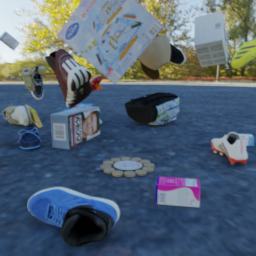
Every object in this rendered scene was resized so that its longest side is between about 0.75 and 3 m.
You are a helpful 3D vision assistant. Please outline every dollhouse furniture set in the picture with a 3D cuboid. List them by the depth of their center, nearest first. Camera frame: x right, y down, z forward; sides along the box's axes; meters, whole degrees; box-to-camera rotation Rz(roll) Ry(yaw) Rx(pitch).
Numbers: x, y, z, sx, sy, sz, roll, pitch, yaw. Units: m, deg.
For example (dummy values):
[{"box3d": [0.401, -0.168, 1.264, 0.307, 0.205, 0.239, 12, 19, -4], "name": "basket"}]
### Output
[{"box3d": [-3.452, -1.740, 10.567, 0.858, 0.971, 0.540, -7, 43, -6], "name": "dollhouse furniture set"}]

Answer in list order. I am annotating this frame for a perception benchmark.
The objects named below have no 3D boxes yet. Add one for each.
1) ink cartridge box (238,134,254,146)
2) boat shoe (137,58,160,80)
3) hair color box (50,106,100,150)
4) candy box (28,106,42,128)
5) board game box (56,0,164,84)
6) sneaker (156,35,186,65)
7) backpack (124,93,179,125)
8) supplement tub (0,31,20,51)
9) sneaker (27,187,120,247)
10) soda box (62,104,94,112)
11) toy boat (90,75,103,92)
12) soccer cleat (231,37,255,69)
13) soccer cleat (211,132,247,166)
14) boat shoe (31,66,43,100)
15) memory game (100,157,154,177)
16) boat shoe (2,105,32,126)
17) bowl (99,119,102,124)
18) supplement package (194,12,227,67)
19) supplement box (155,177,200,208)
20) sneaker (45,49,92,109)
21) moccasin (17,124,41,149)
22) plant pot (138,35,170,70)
[{"box3d": [3.714, 0.387, 9.374, 0.857, 0.291, 0.493, 3, 12, 14], "name": "ink cartridge box"}, {"box3d": [1.062, -3.892, 15.602, 0.977, 2.641, 0.877, -11, 41, 34], "name": "boat shoe"}, {"box3d": [-1.736, -0.080, 9.637, 0.664, 1.084, 2.189, 4, 13, 19], "name": "hair color box"}, {"box3d": [-4.179, -0.511, 12.385, 0.205, 0.793, 1.552, -26, 23, -21], "name": "candy box"}, {"box3d": [-0.458, -2.513, 7.239, 1.974, 1.979, 0.407, 39, 18, -14], "name": "board game box"}, {"box3d": [1.895, -4.010, 14.324, 2.174, 0.794, 1.216, 49, 27, 25], "name": "sneaker"}, {"box3d": [1.315, -0.895, 12.739, 2.257, 1.735, 1.841, -35, 30, -32], "name": "backpack"}, {"box3d": [-5.597, -4.089, 13.204, 0.817, 0.539, 0.539, 39, -4, -23], "name": "supplement tub"}, {"box3d": [-0.948, 1.330, 4.242, 1.525, 0.585, 0.849, 9, 5, 9], "name": "sneaker"}, {"box3d": [-2.229, -0.595, 12.819, 0.720, 0.762, 2.245, 2, 13, 11], "name": "soda box"}, {"box3d": [-1.195, -1.631, 10.698, 0.495, 0.496, 0.759, -28, -12, -41], "name": "toy boat"}, {"box3d": [4.391, -2.684, 9.629, 0.614, 1.899, 0.794, 20, 41, -37], "name": "soccer cleat"}, {"box3d": [2.845, 0.452, 7.909, 0.624, 0.774, 1.818, 0, 13, -1], "name": "soccer cleat"}, {"box3d": [-3.763, -1.882, 11.654, 0.497, 1.385, 0.470, 1, -9, -24], "name": "boat shoe"}, {"box3d": [-0.013, 0.977, 7.102, 1.384, 0.088, 1.384, 0, 11, 0], "name": "memory game"}, {"box3d": [-4.907, -0.513, 12.358, 0.865, 0.945, 2.530, -14, 10, -31], "name": "boat shoe"}, {"box3d": [-1.658, -0.395, 12.231, 0.517, 0.960, 0.960, -42, 11, 6], "name": "bowl"}, {"box3d": [3.232, -3.390, 10.892, 1.057, 1.374, 1.437, -4, -25, 25], "name": "supplement package"}, {"box3d": [0.934, 1.201, 5.281, 0.802, 0.406, 0.414, 3, 12, 11], "name": "supplement box"}, {"box3d": [-1.742, -1.512, 8.063, 0.900, 1.374, 2.378, -38, -4, -20], "name": "sneaker"}, {"box3d": [-3.299, 0.256, 9.221, 0.713, 0.604, 1.771, -5, 13, -24], "name": "moccasin"}, {"box3d": [1.010, -2.592, 10.011, 1.297, 0.871, 1.297, -28, -1, -1], "name": "plant pot"}]
